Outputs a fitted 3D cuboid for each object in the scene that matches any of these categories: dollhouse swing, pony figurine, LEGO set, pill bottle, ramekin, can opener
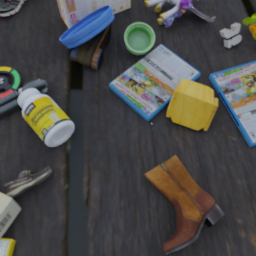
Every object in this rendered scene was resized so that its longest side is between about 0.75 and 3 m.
[{"bbox_3d":[2.076,-0.793,9.197,1.372,1.247,1.206,19,21,1],"label":"dollhouse swing"},{"bbox_3d":[2.098,-4.862,10.785,2.267,1.888,2.189,-34,58,0],"label":"pony figurine"},{"bbox_3d":[5.017,-3.535,10.376,2.980,1.223,1.137,-28,35,-9],"label":"LEGO set"},{"bbox_3d":[-2.591,-0.367,8.654,1.036,1.036,1.850,-39,69,-18],"label":"pill bottle"},{"bbox_3d":[0.384,-3.132,9.997,1.081,0.528,1.081,0,88,-4],"label":"ramekin"},{"bbox_3d":[-3.729,-0.983,9.195,2.267,0.753,0.597,-32,69,-11],"label":"can opener"}]

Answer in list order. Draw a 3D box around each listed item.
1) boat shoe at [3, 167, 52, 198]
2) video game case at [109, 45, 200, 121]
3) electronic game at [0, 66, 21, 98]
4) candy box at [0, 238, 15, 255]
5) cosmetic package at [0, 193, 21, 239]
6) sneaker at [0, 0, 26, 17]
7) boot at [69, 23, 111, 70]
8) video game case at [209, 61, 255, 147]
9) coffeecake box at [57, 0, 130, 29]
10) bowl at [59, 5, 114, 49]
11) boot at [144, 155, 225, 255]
[{"bbox_3d":[-2.885,1.456,7.937,1.445,0.538,0.530,-30,82,-15],"label":"boat shoe"},{"bbox_3d":[0.940,-1.660,9.782,2.659,0.237,1.903,-40,70,-19],"label":"video game case"},{"bbox_3d":[-4.419,-1.547,9.684,1.433,0.298,1.433,0,62,0],"label":"electronic game"},{"bbox_3d":[-3.687,3.914,6.844,1.196,0.309,2.339,6,62,2],"label":"candy box"},{"bbox_3d":[-4.161,2.039,7.375,2.241,0.819,1.160,20,56,14],"label":"cosmetic package"},{"bbox_3d":[-4.664,-5.547,11.311,0.907,1.076,2.459,28,66,14],"label":"sneaker"},{"bbox_3d":[-1.307,-3.229,10.251,1.107,0.854,2.285,13,65,4],"label":"boot"},{"bbox_3d":[4.268,-0.920,9.391,2.040,0.254,2.850,-17,64,-8],"label":"video game case"},{"bbox_3d":[-1.318,-5.214,10.556,2.750,2.111,1.005,-27,66,-13],"label":"coffeecake box"},{"bbox_3d":[-1.433,-3.548,9.899,2.149,0.422,2.149,-26,31,17],"label":"bowl"},{"bbox_3d":[1.201,2.013,7.601,2.057,0.748,2.185,-34,67,-16],"label":"boot"}]
